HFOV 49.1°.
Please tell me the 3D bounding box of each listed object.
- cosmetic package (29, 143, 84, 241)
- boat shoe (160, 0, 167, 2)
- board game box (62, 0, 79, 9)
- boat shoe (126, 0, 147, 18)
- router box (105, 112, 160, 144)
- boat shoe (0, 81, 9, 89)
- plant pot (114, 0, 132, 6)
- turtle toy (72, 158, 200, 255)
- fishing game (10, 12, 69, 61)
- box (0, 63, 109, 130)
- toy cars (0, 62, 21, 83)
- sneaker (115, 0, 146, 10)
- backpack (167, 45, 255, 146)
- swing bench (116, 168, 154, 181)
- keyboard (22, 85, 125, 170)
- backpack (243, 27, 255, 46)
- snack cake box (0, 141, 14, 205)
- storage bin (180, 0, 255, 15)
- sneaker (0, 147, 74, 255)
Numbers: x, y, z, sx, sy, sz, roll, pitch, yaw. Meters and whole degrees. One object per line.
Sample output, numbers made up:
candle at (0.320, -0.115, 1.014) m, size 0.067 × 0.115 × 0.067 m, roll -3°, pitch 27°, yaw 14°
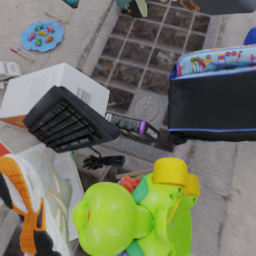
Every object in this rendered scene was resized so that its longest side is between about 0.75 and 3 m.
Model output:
cosmetic package at (-1.611, 1.528, 6.854) m, size 0.957 × 1.213 × 2.255 m, roll -19°, pitch 67°, yaw -11°
boat shoe at (0.629, -4.286, 7.768) m, size 0.602 × 0.542 × 1.668 m, roll -33°, pitch 97°, yaw 6°
board game box at (-1.778, -3.941, 7.580) m, size 1.242 × 0.840 × 0.175 m, roll 40°, pitch 47°, yaw 15°
boat shoe at (0.010, -3.143, 6.411) m, size 0.467 × 1.491 × 0.545 m, roll -3°, pitch 60°, yaw 21°
router box at (0.111, 0.020, 5.830) m, size 0.854 × 1.145 × 0.292 m, roll 14°, pitch 84°, yaw 23°
boat shoe at (-3.930, -1.365, 8.751) m, size 0.812 × 0.287 × 0.281 m, roll -14°, pitch 65°, yaw -8°
plant pot at (0.041, -2.830, 5.082) m, size 0.969 × 0.949 × 0.969 m, roll 31°, pitch 41°, yaw -32°
turtle toy at (0.263, 1.505, 4.406) m, size 1.398 × 2.766 × 2.016 m, roll -5°, pitch 66°, yaw 24°
fishing game at (-2.990, -3.211, 9.632) m, size 1.496 × 0.325 × 2.089 m, roll 29°, pitch 68°, yaw 16°
box at (-1.554, -0.472, 5.771) m, size 1.951 × 1.214 × 0.951 m, roll -3°, pitch 69°, yaw 40°
toy cars at (-3.297, -1.463, 8.465) m, size 2.617 × 0.579 × 1.173 m, roll 21°, pitch 63°, yaw 1°
sneaker at (0.315, -5.397, 10.311) m, size 1.114 × 1.002 × 2.582 m, roll 20°, pitch 66°, yaw 12°
backpack at (1.964, -0.477, 5.133) m, size 2.085 × 2.284 × 1.536 m, roll -1°, pitch 91°, yaw 30°
swing bench at (0.531, 1.748, 6.953) m, size 1.389 × 0.901 × 1.381 m, roll -14°, pitch 65°, yaw -12°
keyboard at (-0.818, 0.212, 4.347) m, size 1.633 × 2.569 × 0.265 m, roll 38°, pitch 67°, yaw -18°
backpack at (4.506, -1.499, 7.689) m, size 2.328 × 2.404 × 2.865 m, roll -6°, pitch 67°, yaw 5°
snack cake box at (-3.141, 0.166, 4.779) m, size 2.615 × 1.504 × 0.878 m, roll 35°, pitch 84°, yaw 27°
storage bin at (2.043, -3.213, 6.325) m, size 1.395 × 2.077 × 1.511 m, roll 25°, pitch 99°, yaw -26°
sneaker at (-1.059, 1.217, 4.018) m, size 0.783 × 0.951 × 2.068 m, roll -10°, pitch 102°, yaw 31°
